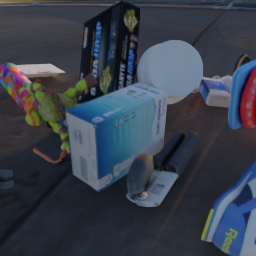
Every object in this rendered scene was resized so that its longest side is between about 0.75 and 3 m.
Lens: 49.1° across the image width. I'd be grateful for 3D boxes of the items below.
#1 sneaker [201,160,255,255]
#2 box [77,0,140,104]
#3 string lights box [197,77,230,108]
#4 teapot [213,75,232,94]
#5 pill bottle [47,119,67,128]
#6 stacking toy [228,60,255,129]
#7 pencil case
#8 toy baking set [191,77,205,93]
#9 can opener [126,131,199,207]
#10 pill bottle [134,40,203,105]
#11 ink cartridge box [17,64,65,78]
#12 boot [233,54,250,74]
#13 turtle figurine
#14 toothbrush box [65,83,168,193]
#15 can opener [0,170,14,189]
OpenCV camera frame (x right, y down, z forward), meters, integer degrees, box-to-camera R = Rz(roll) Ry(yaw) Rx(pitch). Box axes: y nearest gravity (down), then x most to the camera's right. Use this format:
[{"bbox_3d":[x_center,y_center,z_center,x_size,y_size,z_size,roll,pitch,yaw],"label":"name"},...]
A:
[{"bbox_3d":[2.270,1.294,4.720,1.019,0.916,2.478,28,47,37],"label":"sneaker"},{"bbox_3d":[-0.614,-1.894,7.871,0.607,2.637,2.096,7,-2,-37],"label":"box"},{"bbox_3d":[2.894,-1.241,9.497,0.728,0.418,1.417,7,32,-6],"label":"string lights box"},{"bbox_3d":[3.598,-1.636,10.228,0.786,0.574,0.775,-16,33,-25],"label":"teapot"},{"bbox_3d":[-1.781,-0.102,7.618,0.783,0.438,0.438,11,31,18],"label":"pill bottle"},{"bbox_3d":[3.736,-0.507,6.073,2.777,1.524,1.612,18,35,40],"label":"stacking toy"},{"bbox_3d":[-3.537,-1.365,9.068,0.842,0.842,1.906,-22,52,-34],"label":"pencil case"},{"bbox_3d":[1.517,-1.666,10.576,2.719,0.316,2.087,-20,40,-27],"label":"toy baking set"},{"bbox_3d":[0.786,0.614,5.779,0.685,0.859,2.569,6,31,31],"label":"can opener"},{"bbox_3d":[0.913,-1.433,7.831,1.584,1.584,2.774,-5,3,-8],"label":"pill bottle"},{"bbox_3d":[-3.444,-2.093,10.812,1.518,0.533,1.867,-11,30,-31],"label":"ink cartridge box"},{"bbox_3d":[3.882,-1.293,8.399,0.696,1.798,1.243,-42,45,-15],"label":"boot"},{"bbox_3d":[-1.512,-0.566,6.153,1.876,0.749,2.327,-27,75,-21],"label":"turtle figurine"},{"bbox_3d":[-0.161,0.101,6.081,0.920,1.579,2.156,26,39,37],"label":"toothbrush box"},{"bbox_3d":[-2.675,0.986,5.217,1.362,0.363,0.455,-9,-5,39],"label":"can opener"}]
